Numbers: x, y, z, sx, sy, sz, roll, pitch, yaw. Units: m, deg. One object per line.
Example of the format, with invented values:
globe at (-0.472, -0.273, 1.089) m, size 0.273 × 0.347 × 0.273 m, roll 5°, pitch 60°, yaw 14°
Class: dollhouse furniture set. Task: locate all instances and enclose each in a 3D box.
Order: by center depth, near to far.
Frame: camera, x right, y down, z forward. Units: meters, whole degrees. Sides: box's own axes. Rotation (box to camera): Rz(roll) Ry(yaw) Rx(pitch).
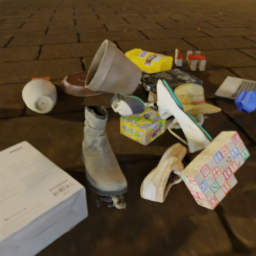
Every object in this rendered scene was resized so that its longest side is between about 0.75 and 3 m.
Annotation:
dollhouse furniture set at (3.617, -4.068, 16.278) m, size 1.706 × 0.889 × 1.725 m, roll 1°, pitch 32°, yaw 2°

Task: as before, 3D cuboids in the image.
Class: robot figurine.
robot figurine at (-3.996, -1.758, 12.865) m, size 1.598 × 0.641 × 2.204 m, roll -5°, pitch 33°, yaw -12°

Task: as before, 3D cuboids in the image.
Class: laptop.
laptop at (5.780, -2.326, 12.870) m, size 2.778 × 1.610 × 2.601 m, roll 18°, pitch 36°, yaw 25°

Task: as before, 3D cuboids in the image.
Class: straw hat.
straw hat at (2.383, -1.208, 10.993) m, size 2.437 × 1.031 × 2.437 m, roll -2°, pitch 12°, yaw 0°

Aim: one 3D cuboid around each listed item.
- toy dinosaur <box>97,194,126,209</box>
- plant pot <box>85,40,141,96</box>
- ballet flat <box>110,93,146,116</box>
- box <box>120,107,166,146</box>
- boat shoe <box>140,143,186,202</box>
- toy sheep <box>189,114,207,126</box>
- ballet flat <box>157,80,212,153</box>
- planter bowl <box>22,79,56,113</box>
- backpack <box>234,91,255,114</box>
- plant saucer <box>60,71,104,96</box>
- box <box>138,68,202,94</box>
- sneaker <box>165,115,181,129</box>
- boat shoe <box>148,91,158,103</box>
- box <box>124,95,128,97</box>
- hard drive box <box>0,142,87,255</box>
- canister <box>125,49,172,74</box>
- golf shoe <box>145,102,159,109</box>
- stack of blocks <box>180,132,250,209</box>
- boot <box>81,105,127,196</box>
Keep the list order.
toy dinosaur at (-0.484, 1.757, 7.584) m, size 0.746 × 0.402 × 1.692 m, roll -7°, pitch 23°, yaw -5°
plant pot at (-0.565, -2.446, 12.555) m, size 1.997 × 2.302 × 2.302 m, roll 22°, pitch 27°, yaw -19°
ballet flat at (-0.118, -0.768, 10.011) m, size 0.778 × 0.778 × 2.130 m, roll -14°, pitch 20°, yaw -21°
box at (0.548, -0.131, 10.194) m, size 1.180 × 0.747 × 1.225 m, roll 24°, pitch 39°, yaw 33°
boat shoe at (1.202, 1.288, 7.941) m, size 0.749 × 0.798 × 2.166 m, roll 19°, pitch 47°, yaw 31°
toy sheep at (2.460, -0.323, 10.503) m, size 0.789 × 0.789 × 1.144 m, roll 28°, pitch 34°, yaw 36°
ballet flat at (1.613, -0.392, 9.499) m, size 1.010 × 1.010 × 2.910 m, roll -20°, pitch 63°, yaw -29°
planter bowl at (-3.506, -1.155, 11.312) m, size 1.350 × 1.350 × 0.909 m, roll -13°, pitch 41°, yaw -19°
backpack at (4.776, -1.045, 11.165) m, size 0.836 × 0.810 × 0.997 m, roll 27°, pitch -2°, yaw 2°
plant saucer at (-2.101, -2.293, 13.914) m, size 2.527 × 0.405 × 2.527 m, roll 0°, pitch 33°, yaw 0°
box at (1.977, -2.180, 13.620) m, size 2.466 × 0.537 × 1.976 m, roll -14°, pitch 35°, yaw -22°
sneaker at (1.710, -0.273, 10.568) m, size 0.844 × 0.591 × 0.328 m, roll -8°, pitch 33°, yaw -12°
boat shoe at (1.775, -1.350, 12.235) m, size 1.781 × 0.575 × 0.635 m, roll -2°, pitch 32°, yaw -12°
box at (-0.098, -1.054, 12.117) m, size 0.654 × 0.270 × 1.115 m, roll 16°, pitch 34°, yaw 22°
hard drive box at (-2.745, 1.702, 6.985) m, size 2.799 × 1.075 × 2.181 m, roll 28°, pitch 42°, yaw 37°
canister at (1.117, -3.611, 15.474) m, size 2.238 × 0.969 × 1.662 m, roll 19°, pitch 33°, yaw 24°
golf shoe at (0.906, -0.944, 11.760) m, size 0.827 × 0.391 × 0.322 m, roll -8°, pitch 74°, yaw -8°
stack of blocks at (2.377, 1.075, 7.424) m, size 1.867 × 1.075 × 0.547 m, roll -40°, pitch 16°, yaw -21°
boot at (-0.808, 0.467, 7.838) m, size 0.965 × 1.862 × 2.850 m, roll -5°, pitch 24°, yaw -22°
